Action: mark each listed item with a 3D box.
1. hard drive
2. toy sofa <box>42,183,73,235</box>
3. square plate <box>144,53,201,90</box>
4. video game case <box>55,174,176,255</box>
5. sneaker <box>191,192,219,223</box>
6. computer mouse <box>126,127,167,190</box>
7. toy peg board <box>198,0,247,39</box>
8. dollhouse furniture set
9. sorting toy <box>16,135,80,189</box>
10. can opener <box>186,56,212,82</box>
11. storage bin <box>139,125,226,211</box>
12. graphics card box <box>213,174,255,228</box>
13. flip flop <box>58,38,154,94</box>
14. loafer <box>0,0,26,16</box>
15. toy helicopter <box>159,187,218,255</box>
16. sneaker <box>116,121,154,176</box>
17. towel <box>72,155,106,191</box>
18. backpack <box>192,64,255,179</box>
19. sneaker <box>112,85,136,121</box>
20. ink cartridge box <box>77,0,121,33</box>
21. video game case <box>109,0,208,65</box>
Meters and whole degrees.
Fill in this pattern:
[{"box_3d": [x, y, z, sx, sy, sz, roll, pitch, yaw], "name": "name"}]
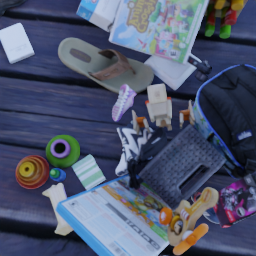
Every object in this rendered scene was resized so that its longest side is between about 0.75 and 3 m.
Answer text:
[{"box_3d": [-3.661, -2.770, 9.136, 0.804, 0.163, 1.219, -25, 76, -7], "name": "hard drive"}, {"box_3d": [-1.713, 2.102, 7.344, 0.603, 0.512, 1.237, -32, 58, 0], "name": "toy sofa"}, {"box_3d": [1.424, -2.090, 8.922, 1.345, 0.193, 1.358, 41, 78, 10], "name": "square plate"}, {"box_3d": [0.067, 1.966, 6.363, 2.025, 2.830, 0.252, 34, 112, 27], "name": "video game case"}, {"box_3d": [2.157, 2.169, 7.573, 1.036, 0.438, 0.388, 42, 78, 10], "name": "sneaker"}, {"box_3d": [0.583, 0.836, 7.169, 0.400, 1.219, 1.736, 21, 42, 28], "name": "computer mouse"}, {"box_3d": [2.380, -3.765, 8.266, 2.431, 2.421, 1.189, 8, 78, 2], "name": "toy peg board"}, {"box_3d": [0.848, -0.444, 7.106, 1.549, 1.532, 0.798, -9, 75, 9], "name": "dollhouse furniture set"}, {"box_3d": [-2.209, 0.949, 7.729, 1.951, 0.801, 1.173, -39, 78, -11], "name": "sorting toy"}, {"box_3d": [1.975, -1.881, 8.253, 0.541, 0.436, 1.375, -48, 42, 17], "name": "can opener"}, {"box_3d": [1.264, 0.930, 6.844, 1.571, 2.324, 1.089, -44, 78, 2], "name": "storage bin"}, {"box_3d": [2.383, 1.593, 6.051, 0.297, 1.167, 0.732, 16, 45, -38], "name": "graphics card box"}, {"box_3d": [-0.643, -1.917, 8.375, 2.976, 0.857, 1.207, 24, 77, -8], "name": "flip flop"}, {"box_3d": [-4.083, -4.483, 9.285, 0.823, 0.817, 2.260, 42, 77, 12], "name": "loafer"}, {"box_3d": [1.116, 1.615, 4.969, 0.559, 1.416, 0.937, 24, 31, -13], "name": "toy helicopter"}, {"box_3d": [-0.058, 0.490, 7.981, 1.052, 0.645, 1.616, 35, 85, 18], "name": "sneaker"}, {"box_3d": [-1.122, 1.274, 8.007, 0.656, 0.101, 0.860, -32, 77, -8], "name": "towel"}, {"box_3d": [2.979, -0.163, 7.476, 2.324, 1.866, 2.539, -30, 70, -8], "name": "backpack"}, {"box_3d": [-0.096, -0.662, 7.984, 0.472, 0.430, 1.068, 16, 102, -34], "name": "sneaker"}, {"box_3d": [-0.384, -3.632, 8.379, 1.865, 0.781, 1.353, 25, 82, -17], "name": "ink cartridge box"}, {"box_3d": [0.873, -3.177, 7.444, 2.225, 0.270, 2.444, 21, 100, 11], "name": "video game case"}]
